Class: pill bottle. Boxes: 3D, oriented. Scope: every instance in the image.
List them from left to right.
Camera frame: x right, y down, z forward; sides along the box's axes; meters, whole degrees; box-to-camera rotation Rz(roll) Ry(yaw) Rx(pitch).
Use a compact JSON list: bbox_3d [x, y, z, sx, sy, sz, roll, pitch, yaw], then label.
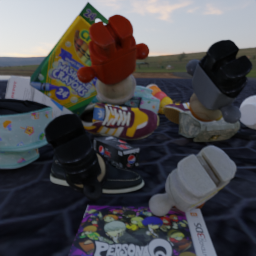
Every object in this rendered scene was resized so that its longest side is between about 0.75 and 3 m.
[{"bbox_3d":[-1.633,-2.118,16.522,2.325,1.288,1.288,-9,9,20],"label":"pill bottle"},{"bbox_3d":[5.400,-0.678,11.266,2.400,1.330,1.330,-11,17,-41],"label":"pill bottle"}]

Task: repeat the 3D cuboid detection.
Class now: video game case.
[{"bbox_3d":[0.195,1.595,3.748,1.833,0.328,1.661,1,13,4],"label":"video game case"}]

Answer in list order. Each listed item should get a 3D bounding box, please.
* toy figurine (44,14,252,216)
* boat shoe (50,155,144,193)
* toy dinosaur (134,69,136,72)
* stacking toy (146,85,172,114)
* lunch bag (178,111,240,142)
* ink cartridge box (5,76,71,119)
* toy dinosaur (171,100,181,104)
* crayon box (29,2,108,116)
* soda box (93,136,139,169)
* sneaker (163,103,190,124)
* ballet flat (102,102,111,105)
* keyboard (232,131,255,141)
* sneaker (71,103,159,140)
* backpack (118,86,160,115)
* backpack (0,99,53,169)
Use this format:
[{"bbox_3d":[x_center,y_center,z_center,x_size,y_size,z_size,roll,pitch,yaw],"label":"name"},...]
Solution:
[{"bbox_3d":[0.369,-0.070,4.828,2.951,2.997,2.085,13,-24,6],"label":"toy figurine"},{"bbox_3d":[-0.704,0.876,6.004,2.108,0.699,0.788,5,14,21],"label":"boat shoe"},{"bbox_3d":[-0.016,-3.440,16.207,0.868,1.635,0.494,26,29,-18],"label":"toy dinosaur"},{"bbox_3d":[1.733,-1.219,14.237,2.071,1.513,1.513,28,27,33],"label":"stacking toy"},{"bbox_3d":[2.667,-0.054,9.391,1.388,0.995,1.692,-3,9,-13],"label":"lunch bag"},{"bbox_3d":[-3.251,-0.852,10.279,2.272,1.643,0.957,14,3,12],"label":"ink cartridge box"},{"bbox_3d":[2.103,-1.380,16.417,2.158,0.628,1.091,2,-4,-6],"label":"toy dinosaur"},{"bbox_3d":[-1.286,-1.867,7.956,1.704,2.711,0.699,34,13,-30],"label":"crayon box"},{"bbox_3d":[-0.347,0.628,7.542,0.548,0.491,1.549,-9,16,-34],"label":"soda box"},{"bbox_3d":[2.625,-0.703,11.830,2.290,0.858,1.032,15,47,29],"label":"sneaker"},{"bbox_3d":[-1.613,-1.627,17.537,1.513,0.510,0.482,2,-14,10],"label":"ballet flat"},{"bbox_3d":[3.725,0.196,10.080,0.980,0.209,1.632,-2,11,-38],"label":"keyboard"},{"bbox_3d":[-0.487,-0.243,9.201,2.906,1.089,1.309,-2,-16,24],"label":"sneaker"},{"bbox_3d":[0.589,-1.227,13.211,1.854,1.421,1.630,17,4,0],"label":"backpack"},{"bbox_3d":[-2.977,0.101,6.999,2.241,1.718,1.970,-7,7,13],"label":"backpack"}]
